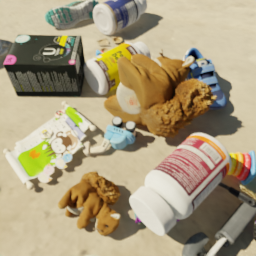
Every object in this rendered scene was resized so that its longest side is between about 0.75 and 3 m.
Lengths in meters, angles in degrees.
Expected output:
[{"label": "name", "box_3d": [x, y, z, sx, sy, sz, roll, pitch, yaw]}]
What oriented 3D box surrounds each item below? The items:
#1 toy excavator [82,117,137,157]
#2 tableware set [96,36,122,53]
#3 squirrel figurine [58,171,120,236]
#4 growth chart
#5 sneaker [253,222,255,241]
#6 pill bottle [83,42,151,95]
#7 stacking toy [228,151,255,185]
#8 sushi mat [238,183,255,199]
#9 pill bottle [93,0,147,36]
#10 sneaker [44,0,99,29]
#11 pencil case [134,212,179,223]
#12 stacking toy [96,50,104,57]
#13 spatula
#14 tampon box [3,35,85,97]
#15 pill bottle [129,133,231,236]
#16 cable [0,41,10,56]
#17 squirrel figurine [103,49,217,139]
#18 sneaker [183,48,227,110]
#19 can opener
[{"label": "toy excavator", "box_3d": [-0.520, 0.368, 8.273, 1.311, 0.673, 1.348, 18, 62, 16]}, {"label": "tableware set", "box_3d": [-0.694, -3.438, 11.712, 1.142, 0.159, 1.367, -11, 51, -9]}, {"label": "squirrel figurine", "box_3d": [-0.713, 1.826, 6.780, 1.362, 1.032, 1.459, 26, 56, 14]}, {"label": "growth chart", "box_3d": [-2.270, 0.438, 8.298, 1.981, 0.243, 2.738, 32, 61, 29]}, {"label": "sneaker", "box_3d": [3.771, 2.733, 6.261, 1.997, 0.694, 0.993, 25, 59, 25]}, {"label": "pill bottle", "box_3d": [-0.321, -2.204, 9.947, 2.319, 1.267, 1.267, -34, 58, -25]}, {"label": "stacking toy", "box_3d": [2.643, 0.937, 7.551, 1.400, 0.813, 0.768, 12, 52, 4]}, {"label": "sushi mat", "box_3d": [2.984, 1.604, 6.766, 0.670, 1.400, 0.085, 40, 98, 19]}, {"label": "pill bottle", "box_3d": [-0.283, -5.150, 12.394, 1.308, 1.308, 2.356, 36, 58, 26]}, {"label": "sneaker", "box_3d": [-2.617, -5.295, 12.925, 2.591, 1.005, 1.182, -21, 36, -20]}, {"label": "pencil case", "box_3d": [0.711, 2.080, 6.880, 1.118, 0.476, 0.517, -3, 32, -2]}, {"label": "stacking toy", "box_3d": [-0.601, -2.672, 10.837, 1.251, 0.687, 0.726, -19, 41, -29]}, {"label": "spatula", "box_3d": [2.445, 1.491, 7.123, 0.172, 0.472, 1.670, 11, 13, -47]}, {"label": "tampon box", "box_3d": [-2.782, -2.183, 9.813, 2.306, 1.456, 1.728, 1, 50, 0]}, {"label": "pill bottle", "box_3d": [1.212, 1.249, 6.467, 2.334, 1.279, 1.279, -37, 59, -25]}, {"label": "cable", "box_3d": [-6.351, -3.202, 11.039, 2.519, 0.872, 2.520, 18, 52, 15]}, {"label": "squirrel figurine", "box_3d": [1.207, -1.152, 8.854, 2.975, 2.106, 2.777, 40, 49, 23]}, {"label": "sneaker", "box_3d": [2.548, -1.714, 9.671, 0.976, 1.085, 2.639, -13, 53, -14]}, {"label": "can opener", "box_3d": [2.155, 2.360, 6.533, 2.236, 0.597, 0.748, -36, 68, -27]}]
